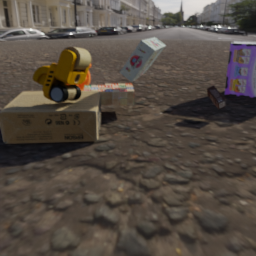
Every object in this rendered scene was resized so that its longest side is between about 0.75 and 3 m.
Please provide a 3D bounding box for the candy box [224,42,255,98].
[{"bbox_3d":[6.079,-2.630,12.813,2.869,2.407,1.026,10,24,24],"label":"candy box"}]

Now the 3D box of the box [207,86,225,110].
[{"bbox_3d":[3.254,-1.125,10.354,0.315,0.421,0.840,-27,52,0],"label":"box"}]

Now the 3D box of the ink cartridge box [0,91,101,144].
[{"bbox_3d":[-2.332,-0.437,9.141,2.828,1.062,2.329,-1,21,-1],"label":"ink cartridge box"}]

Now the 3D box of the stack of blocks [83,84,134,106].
[{"bbox_3d":[-0.752,-1.301,10.794,1.882,0.551,1.084,-1,24,-5],"label":"stack of blocks"}]

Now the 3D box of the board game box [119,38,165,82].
[{"bbox_3d":[0.550,-2.461,9.930,0.585,1.344,1.821,39,27,0],"label":"board game box"}]

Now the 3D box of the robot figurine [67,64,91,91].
[{"bbox_3d":[-2.571,-2.337,13.162,1.436,1.772,2.463,10,5,-15],"label":"robot figurine"}]

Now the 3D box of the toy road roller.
[{"bbox_3d":[-1.969,-1.601,8.116,1.267,1.736,1.067,27,17,12],"label":"toy road roller"}]
